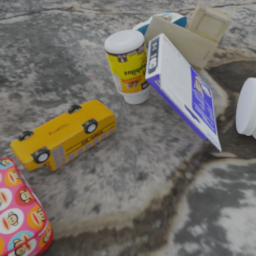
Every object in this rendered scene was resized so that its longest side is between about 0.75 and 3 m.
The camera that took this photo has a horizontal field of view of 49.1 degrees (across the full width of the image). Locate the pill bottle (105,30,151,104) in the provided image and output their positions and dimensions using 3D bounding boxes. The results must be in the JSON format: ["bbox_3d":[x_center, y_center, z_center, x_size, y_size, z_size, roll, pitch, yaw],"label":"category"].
[{"bbox_3d":[0.076,-1.911,9.195,1.236,2.262,1.236,-9,44,8],"label":"pill bottle"}]

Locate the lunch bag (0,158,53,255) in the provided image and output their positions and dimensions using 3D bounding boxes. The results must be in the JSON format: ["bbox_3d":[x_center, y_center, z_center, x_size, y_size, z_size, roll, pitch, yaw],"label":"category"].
[{"bbox_3d":[-3.206,2.096,6.392,2.274,1.058,2.582,-28,53,-24],"label":"lunch bag"}]

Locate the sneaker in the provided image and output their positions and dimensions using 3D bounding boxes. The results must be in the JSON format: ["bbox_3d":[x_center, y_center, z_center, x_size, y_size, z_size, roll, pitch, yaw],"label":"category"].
[{"bbox_3d":[1.220,-4.369,12.453,2.942,1.126,1.188,-25,43,-29],"label":"sneaker"}]

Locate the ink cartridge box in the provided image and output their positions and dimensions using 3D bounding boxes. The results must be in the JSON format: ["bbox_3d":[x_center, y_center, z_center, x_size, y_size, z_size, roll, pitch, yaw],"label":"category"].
[{"bbox_3d":[1.615,-0.988,8.203,0.622,2.839,2.866,-30,33,31],"label":"ink cartridge box"}]

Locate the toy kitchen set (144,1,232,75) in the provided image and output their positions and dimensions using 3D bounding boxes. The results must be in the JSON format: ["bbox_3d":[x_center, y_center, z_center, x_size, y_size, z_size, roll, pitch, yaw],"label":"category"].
[{"bbox_3d":[1.799,-3.378,9.855,2.225,2.727,2.460,21,44,-6],"label":"toy kitchen set"}]

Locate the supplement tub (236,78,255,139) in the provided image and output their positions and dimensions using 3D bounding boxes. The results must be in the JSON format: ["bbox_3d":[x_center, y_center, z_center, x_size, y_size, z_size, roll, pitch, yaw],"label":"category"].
[{"bbox_3d":[4.767,-0.453,8.136,2.716,1.975,1.975,8,48,8],"label":"supplement tub"}]

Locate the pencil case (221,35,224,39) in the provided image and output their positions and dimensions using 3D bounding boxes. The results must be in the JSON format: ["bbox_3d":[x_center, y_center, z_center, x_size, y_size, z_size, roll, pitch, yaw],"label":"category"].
[{"bbox_3d":[3.341,-3.796,12.023,1.699,0.785,0.723,-36,65,-27],"label":"pencil case"}]

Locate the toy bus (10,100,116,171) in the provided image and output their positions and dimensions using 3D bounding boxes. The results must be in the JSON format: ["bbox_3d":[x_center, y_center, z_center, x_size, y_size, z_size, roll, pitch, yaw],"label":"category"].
[{"bbox_3d":[-1.744,0.248,8.043,2.904,1.137,0.945,-33,57,-27],"label":"toy bus"}]
